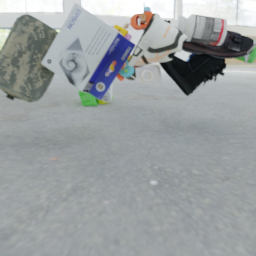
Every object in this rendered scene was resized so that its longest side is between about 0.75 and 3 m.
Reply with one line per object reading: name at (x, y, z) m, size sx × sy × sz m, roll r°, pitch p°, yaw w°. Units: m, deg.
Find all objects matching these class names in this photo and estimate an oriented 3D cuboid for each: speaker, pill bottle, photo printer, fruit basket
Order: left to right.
fruit basket at (-1.963, -2.096, 17.381) m, size 2.083 × 1.503 × 2.083 m, roll -17°, pitch 16°, yaw 5°
photo printer at (0.872, -2.248, 11.849) m, size 1.112 × 0.925 × 0.386 m, roll 17°, pitch 42°, yaw 28°
pill bottle at (2.482, -3.423, 9.718) m, size 1.660 × 0.919 × 0.919 m, roll 8°, pitch 15°, yaw -1°
speaker at (4.141, -3.368, 11.400) m, size 2.194 × 0.970 × 0.970 m, roll 28°, pitch 27°, yaw 25°

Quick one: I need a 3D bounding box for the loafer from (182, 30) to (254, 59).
loafer at (3.271, -3.197, 10.360) m, size 2.718 × 0.977 × 0.856 m, roll 7°, pitch -23°, yaw 12°

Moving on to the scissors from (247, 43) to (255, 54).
scissors at (3.680, -2.466, 7.531) m, size 0.487 × 0.093 × 1.331 m, roll -17°, pitch -24°, yaw -11°

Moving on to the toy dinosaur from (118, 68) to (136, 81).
toy dinosaur at (0.091, -3.000, 15.276) m, size 1.955 × 1.000 × 0.752 m, roll 32°, pitch -1°, yaw 6°

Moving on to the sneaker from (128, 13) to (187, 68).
sneaker at (0.660, -1.924, 7.076) m, size 0.995 × 0.917 × 2.488 m, roll 26°, pitch -3°, yaw -8°

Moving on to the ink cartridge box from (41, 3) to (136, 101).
ink cartridge box at (-1.193, -2.196, 8.371) m, size 2.108 × 2.103 × 0.428 m, roll 33°, pitch 13°, yaw -3°

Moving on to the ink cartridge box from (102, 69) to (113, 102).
ink cartridge box at (-0.861, -2.302, 10.574) m, size 0.495 × 2.108 × 2.083 m, roll -2°, pitch -14°, yaw 4°

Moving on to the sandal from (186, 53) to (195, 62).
sandal at (2.601, -2.800, 11.856) m, size 0.452 × 1.137 × 0.495 m, roll 29°, pitch 0°, yaw 15°

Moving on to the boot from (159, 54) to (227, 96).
boot at (2.496, -2.626, 11.047) m, size 1.984 × 2.422 × 0.896 m, roll -37°, pitch -11°, yaw -1°

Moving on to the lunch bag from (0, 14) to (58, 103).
lunch bag at (-3.427, -2.220, 9.541) m, size 1.824 × 2.618 × 2.196 m, roll 27°, pitch -11°, yaw -26°

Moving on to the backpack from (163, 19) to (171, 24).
backpack at (1.196, -3.976, 12.572) m, size 1.138 × 1.500 × 1.798 m, roll 16°, pitch 1°, yaw -2°

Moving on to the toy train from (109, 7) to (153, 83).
toy train at (0.117, -2.572, 8.713) m, size 1.723 × 2.294 × 0.638 m, roll 3°, pitch 8°, yaw 16°
